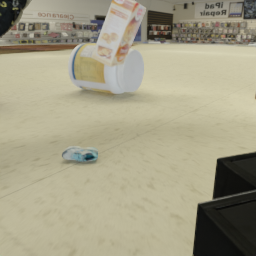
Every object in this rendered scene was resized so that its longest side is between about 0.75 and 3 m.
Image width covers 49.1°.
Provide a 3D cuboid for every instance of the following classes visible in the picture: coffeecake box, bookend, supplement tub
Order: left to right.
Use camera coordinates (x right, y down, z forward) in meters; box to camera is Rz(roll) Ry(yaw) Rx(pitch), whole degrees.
[{"bbox_3d":[-0.976,-2.649,12.518,2.890,2.090,2.090,12,24,29],"label":"supplement tub"},{"bbox_3d":[-0.251,-2.909,8.504,0.696,1.904,1.462,27,21,6],"label":"coffeecake box"},{"bbox_3d":[1.757,1.130,3.811,2.359,1.094,2.374,-6,21,-17],"label":"bookend"}]

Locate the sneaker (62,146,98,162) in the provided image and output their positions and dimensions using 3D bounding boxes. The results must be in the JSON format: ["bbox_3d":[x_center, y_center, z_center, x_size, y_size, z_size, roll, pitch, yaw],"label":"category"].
[{"bbox_3d":[-1.082,0.607,6.348,0.825,0.320,0.356,-4,24,-9],"label":"sneaker"}]

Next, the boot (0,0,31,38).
[{"bbox_3d":[-3.456,-2.648,6.722,2.162,1.033,2.862,-57,18,-22],"label":"boot"}]
